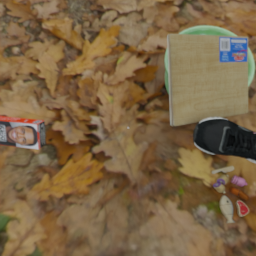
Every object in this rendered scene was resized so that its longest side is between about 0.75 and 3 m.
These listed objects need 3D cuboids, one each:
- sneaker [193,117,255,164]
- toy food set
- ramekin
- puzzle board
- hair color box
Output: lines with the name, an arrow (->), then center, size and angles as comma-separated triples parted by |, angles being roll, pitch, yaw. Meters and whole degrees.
sneaker -> 2.676, 0.303, 6.337 | 2.392, 1.047, 0.906 | 12, 88, -18
toy food set -> 3.181, 1.960, 8.475 | 1.034, 0.256, 1.627 | -13, 66, -6
ramekin -> 2.590, -1.872, 9.527 | 2.857, 1.395, 2.857 | 0, 69, 0
puzzle board -> 2.081, -1.243, 7.058 | 2.749, 0.239, 2.071 | -10, 101, -31
hair color box -> -2.306, 0.093, 5.857 | 1.099, 0.336, 0.558 | 5, 106, 11
